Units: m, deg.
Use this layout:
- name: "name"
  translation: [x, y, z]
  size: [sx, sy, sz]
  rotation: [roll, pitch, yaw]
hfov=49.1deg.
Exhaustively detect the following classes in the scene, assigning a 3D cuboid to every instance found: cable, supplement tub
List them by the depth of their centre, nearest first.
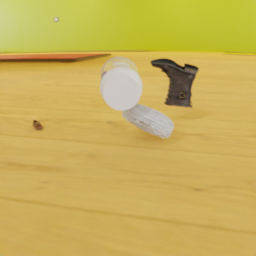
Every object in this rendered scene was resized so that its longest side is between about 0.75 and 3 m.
- name: "supplement tub"
  translation: [-0.232, -1.369, 8.610]
  size: [1.262, 1.262, 1.735]
  rotation: [-1, 28, -4]
- name: "cable"
  translation: [0.637, -0.245, 9.373]
  size: [1.798, 0.623, 1.798]
  rotation: [22, -5, 46]

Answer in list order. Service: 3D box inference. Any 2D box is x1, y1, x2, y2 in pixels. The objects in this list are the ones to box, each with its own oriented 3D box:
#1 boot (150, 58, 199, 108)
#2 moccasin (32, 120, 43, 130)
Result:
- name: "boot"
  translation: [1.678, -1.659, 10.823]
  size: [2.007, 1.748, 0.695]
  rotation: [17, 30, 9]
- name: "moccasin"
  translation: [-3.492, -0.129, 10.799]
  size: [0.284, 0.300, 0.777]
  rotation: [-11, 22, -27]
